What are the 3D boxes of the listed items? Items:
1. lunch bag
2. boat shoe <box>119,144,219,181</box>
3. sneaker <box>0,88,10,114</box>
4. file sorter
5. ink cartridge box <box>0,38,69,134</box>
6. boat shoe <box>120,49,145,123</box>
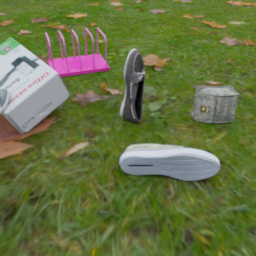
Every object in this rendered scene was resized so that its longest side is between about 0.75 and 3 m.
[{"bbox_3d":[2.828,-0.758,9.294,1.348,1.106,0.793,-3,33,-4],"label":"lunch bag"},{"bbox_3d":[1.054,0.768,7.338,2.547,0.917,0.790,3,34,9],"label":"boat shoe"},{"bbox_3d":[-3.833,-0.683,7.699,0.534,0.771,1.277,21,71,12],"label":"sneaker"},{"bbox_3d":[-2.362,-3.536,12.804,2.573,1.614,1.788,-11,36,-16],"label":"file sorter"},{"bbox_3d":[-3.698,-1.471,9.329,2.832,1.176,2.076,37,71,26],"label":"ink cartridge box"},{"bbox_3d":[0.279,-1.266,8.929,0.682,2.394,0.800,25,36,26],"label":"boat shoe"}]
